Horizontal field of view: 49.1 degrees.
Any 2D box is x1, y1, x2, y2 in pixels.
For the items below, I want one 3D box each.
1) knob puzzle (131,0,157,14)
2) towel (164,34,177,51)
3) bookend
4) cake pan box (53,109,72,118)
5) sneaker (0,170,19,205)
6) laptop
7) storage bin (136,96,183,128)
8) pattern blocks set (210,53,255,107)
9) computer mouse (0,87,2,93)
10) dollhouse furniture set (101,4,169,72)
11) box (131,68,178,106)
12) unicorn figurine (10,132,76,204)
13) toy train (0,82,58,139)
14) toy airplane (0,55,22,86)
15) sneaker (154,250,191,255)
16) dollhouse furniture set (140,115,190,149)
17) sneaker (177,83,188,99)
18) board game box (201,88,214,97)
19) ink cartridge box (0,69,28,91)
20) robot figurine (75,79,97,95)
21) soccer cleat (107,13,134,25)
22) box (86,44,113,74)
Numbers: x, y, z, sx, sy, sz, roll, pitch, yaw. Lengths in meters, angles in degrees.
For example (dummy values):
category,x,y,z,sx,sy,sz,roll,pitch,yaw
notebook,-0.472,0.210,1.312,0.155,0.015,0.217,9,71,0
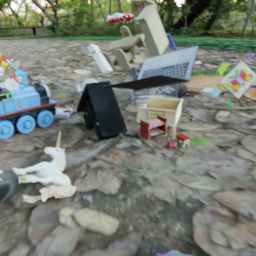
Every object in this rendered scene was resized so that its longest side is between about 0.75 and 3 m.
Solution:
category,x,y,z,sx,sy,sz,roll,pitch,yaw
knob puzzle,0.745,-5.706,13.100,1.327,0.184,1.327,2,-9,0
towel,1.474,-3.838,12.549,1.332,0.978,0.159,14,64,41
bookend,-1.024,-0.303,9.994,0.906,1.954,1.966,-12,-19,-25
cake pan box,-2.825,-0.626,11.983,0.788,0.206,0.725,2,25,5
sneaker,-3.154,1.771,5.561,1.176,0.864,2.600,18,33,31
laptop,0.639,-1.611,7.350,1.795,1.111,1.917,-3,56,40
storage bin,1.305,-0.690,11.427,1.589,0.750,1.600,7,24,16
pattern blocks set,3.398,-1.460,8.545,1.449,1.648,0.134,32,17,10
computer mouse,-4.362,-1.188,8.386,1.559,0.265,0.457,11,3,31
dollhouse furniture set,0.125,-3.634,11.186,2.432,1.615,2.131,0,45,35
box,1.253,-1.954,13.159,2.184,1.729,0.528,-3,25,-5
unicorn figurine,-2.094,1.152,7.160,1.619,0.870,2.357,-5,36,-38
toy train,-4.001,-0.701,10.241,2.937,1.678,1.273,-20,30,-39
toy airplane,-4.245,-1.955,9.845,1.016,1.020,0.720,23,20,23
sneaker,0.966,2.285,4.884,1.058,0.394,0.463,0,18,1
dollhouse furniture set,1.229,0.145,9.558,0.873,0.660,1.622,-17,28,-35
sneaker,2.356,-1.962,14.580,0.809,1.134,2.287,-48,3,-6
board game box,4.322,-1.910,14.945,0.592,0.258,0.803,14,28,27
ink cartridge box,-5.958,-1.828,13.109,2.067,1.517,1.510,-18,29,-38
robot figurine,-1.694,-1.699,13.360,1.632,1.087,1.925,9,18,-24
soccer cleat,-0.293,-4.184,10.609,1.021,0.350,0.435,-12,60,1
box,-0.875,-2.144,8.763,0.193,0.935,0.729,-33,4,14
